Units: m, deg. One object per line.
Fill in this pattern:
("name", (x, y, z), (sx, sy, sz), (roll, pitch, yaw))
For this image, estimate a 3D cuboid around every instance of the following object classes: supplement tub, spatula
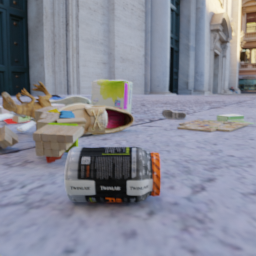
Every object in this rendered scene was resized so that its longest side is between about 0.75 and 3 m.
("supplement tub", (-0.166, 0.561, 3.400), (1.089, 0.667, 0.667), (0, 8, 3))
("spatula", (-2.596, -0.103, 7.586), (1.641, 0.190, 2.361), (30, 3, -10))

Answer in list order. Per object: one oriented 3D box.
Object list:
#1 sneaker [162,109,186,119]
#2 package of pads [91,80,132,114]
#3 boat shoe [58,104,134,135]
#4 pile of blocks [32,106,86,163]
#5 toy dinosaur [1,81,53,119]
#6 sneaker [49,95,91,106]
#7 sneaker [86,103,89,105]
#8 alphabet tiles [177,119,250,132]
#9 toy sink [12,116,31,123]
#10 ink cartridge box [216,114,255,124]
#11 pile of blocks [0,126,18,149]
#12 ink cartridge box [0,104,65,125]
("sneaker", (2.004, -0.534, 12.208), (1.106, 0.413, 0.454), (13, 0, 22))
("package of pads", (-0.847, -1.449, 13.393), (2.227, 1.720, 0.759), (6, 6, 38))
("boat shoe", (-0.883, -0.272, 8.152), (2.552, 0.941, 0.883), (-7, 5, -43))
("pile of blocks", (-1.446, 0.155, 5.938), (1.020, 0.772, 2.484), (-4, 17, -17))
("toy dinosaur", (-2.379, -0.475, 8.376), (2.962, 0.895, 1.573), (13, 40, -39))
("sneaker", (-3.315, -1.277, 14.830), (2.588, 0.993, 1.440), (-9, 19, -16))
("sneaker", (-2.093, -0.960, 14.028), (0.283, 0.331, 0.806), (6, 39, -8))
("alphabet tiles", (2.846, -0.093, 9.829), (2.020, 0.091, 2.417), (7, 11, 40))
("toy sink", (-3.981, -0.538, 10.798), (0.458, 0.533, 0.818), (13, 16, 35))
("ink cartridge box", (4.221, -0.340, 10.966), (0.889, 0.293, 1.222), (-4, 8, -25))
("pile of blocks", (-3.178, 0.250, 6.450), (1.882, 0.772, 0.585), (18, -25, 38))
("ink cartridge box", (-3.995, -0.657, 11.987), (2.738, 0.612, 2.412), (-6, 9, -33))
